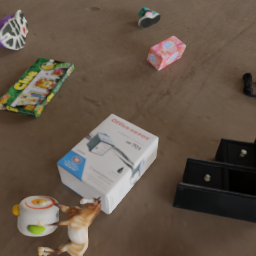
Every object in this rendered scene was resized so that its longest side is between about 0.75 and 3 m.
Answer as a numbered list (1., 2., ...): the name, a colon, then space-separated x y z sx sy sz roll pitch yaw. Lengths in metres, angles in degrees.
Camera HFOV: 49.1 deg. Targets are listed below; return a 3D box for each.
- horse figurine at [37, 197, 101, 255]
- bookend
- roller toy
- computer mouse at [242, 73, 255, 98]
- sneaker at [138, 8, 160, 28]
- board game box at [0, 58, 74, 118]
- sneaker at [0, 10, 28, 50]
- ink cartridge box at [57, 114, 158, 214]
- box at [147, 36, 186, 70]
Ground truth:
1. horse figurine: -1.174 2.101 5.535 1.168 1.762 0.440 3 13 -12
2. bookend: 2.233 1.031 6.829 1.990 0.922 2.003 9 46 9
3. roller toy: -1.927 1.843 6.026 0.912 0.637 0.832 14 11 32
4. computer mouse: 4.927 -1.435 9.560 1.946 0.448 1.366 15 47 15
5. sneaker: 0.762 -5.180 13.075 0.872 0.604 1.443 37 48 24
6. board game box: -3.108 -1.497 9.703 1.440 0.322 2.748 10 47 13
7. sneaker: -5.040 -4.030 11.849 1.184 1.144 2.839 -15 36 3
8. ink cartridge box: -0.451 0.806 7.062 1.551 0.909 2.118 27 53 24
9. box: 1.462 -2.882 10.709 1.341 0.635 0.688 -34 70 -28
